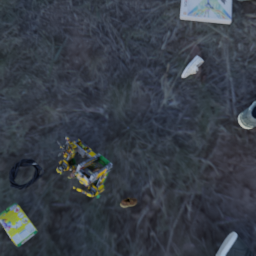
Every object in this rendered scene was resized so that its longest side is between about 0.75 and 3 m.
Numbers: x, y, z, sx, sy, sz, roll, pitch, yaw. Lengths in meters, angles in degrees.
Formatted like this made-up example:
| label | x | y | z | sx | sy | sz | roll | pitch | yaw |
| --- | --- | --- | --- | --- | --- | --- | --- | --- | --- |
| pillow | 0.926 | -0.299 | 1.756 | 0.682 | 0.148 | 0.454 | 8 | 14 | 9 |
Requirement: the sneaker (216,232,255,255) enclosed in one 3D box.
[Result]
| label | x | y | z | sx | sy | sz | roll | pitch | yaw |
| --- | --- | --- | --- | --- | --- | --- | --- | --- | --- |
| sneaker | 3.356 | 4.825 | 9.328 | 1.192 | 0.850 | 2.404 | 38 | 73 | 16 |

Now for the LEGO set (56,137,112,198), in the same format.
| label | x | y | z | sx | sy | sz | roll | pitch | yaw |
| --- | --- | --- | --- | --- | --- | --- | --- | --- | --- |
| LEGO set | -1.735 | 1.485 | 9.682 | 2.242 | 1.299 | 1.724 | 44 | 123 | 13 |

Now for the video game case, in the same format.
| label | x | y | z | sx | sy | sz | roll | pitch | yaw |
| --- | --- | --- | --- | --- | --- | --- | --- | --- | --- |
| video game case | 3.576 | -5.779 | 12.813 | 2.274 | 0.250 | 2.073 | 6 | 74 | 2 |

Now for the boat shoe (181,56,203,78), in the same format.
| label | x | y | z | sx | sy | sz | roll | pitch | yaw |
| --- | --- | --- | --- | --- | --- | --- | --- | --- | --- |
| boat shoe | 2.726 | -2.492 | 11.765 | 0.429 | 0.436 | 1.229 | 37 | 70 | 13 |

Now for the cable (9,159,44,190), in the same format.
| label | x | y | z | sx | sy | sz | roll | pitch | yaw |
| --- | --- | --- | --- | --- | --- | --- | --- | --- | --- |
| cable | -3.764 | 1.668 | 10.113 | 1.000 | 0.311 | 1.226 | 45 | 59 | 5 |

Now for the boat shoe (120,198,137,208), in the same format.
| label | x | y | z | sx | sy | sz | roll | pitch | yaw |
| --- | --- | --- | --- | --- | --- | --- | --- | --- | --- |
| boat shoe | 0.050 | 2.645 | 10.032 | 0.276 | 0.768 | 0.259 | 34 | 116 | 41 |

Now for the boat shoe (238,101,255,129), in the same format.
| label | x | y | z | sx | sy | sz | roll | pitch | yaw |
| --- | --- | --- | --- | --- | --- | --- | --- | --- | --- |
| boat shoe | 5.694 | -0.954 | 11.039 | 2.886 | 0.891 | 1.051 | -32 | 76 | -9 |

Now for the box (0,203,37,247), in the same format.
| label | x | y | z | sx | sy | sz | roll | pitch | yaw |
| --- | --- | --- | --- | --- | --- | --- | --- | --- | --- |
| box | -3.919 | 3.379 | 9.852 | 0.799 | 0.329 | 1.362 | -35 | 65 | -26 |
